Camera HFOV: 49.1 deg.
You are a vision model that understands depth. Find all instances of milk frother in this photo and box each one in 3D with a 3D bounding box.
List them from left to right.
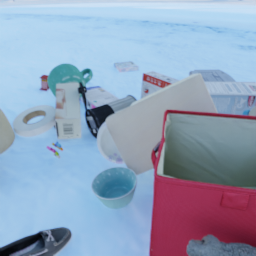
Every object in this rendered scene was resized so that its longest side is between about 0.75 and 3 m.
[{"bbox_3d":[-0.683,-0.781,9.283,1.634,1.737,1.567,-23,29,-28],"label":"milk frother"}]

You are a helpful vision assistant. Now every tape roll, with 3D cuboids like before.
[{"bbox_3d":[-3.168,-0.264,9.584,1.529,0.279,1.529,-7,37,5],"label":"tape roll"}]

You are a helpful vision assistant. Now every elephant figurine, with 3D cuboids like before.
[{"bbox_3d":[2.339,2.508,3.709,2.640,1.868,2.048,-5,15,-22],"label":"elephant figurine"}]

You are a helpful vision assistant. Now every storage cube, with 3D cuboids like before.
[{"bbox_3d":[1.684,1.259,5.172,2.629,2.364,2.248,6,30,9],"label":"storage cube"}]

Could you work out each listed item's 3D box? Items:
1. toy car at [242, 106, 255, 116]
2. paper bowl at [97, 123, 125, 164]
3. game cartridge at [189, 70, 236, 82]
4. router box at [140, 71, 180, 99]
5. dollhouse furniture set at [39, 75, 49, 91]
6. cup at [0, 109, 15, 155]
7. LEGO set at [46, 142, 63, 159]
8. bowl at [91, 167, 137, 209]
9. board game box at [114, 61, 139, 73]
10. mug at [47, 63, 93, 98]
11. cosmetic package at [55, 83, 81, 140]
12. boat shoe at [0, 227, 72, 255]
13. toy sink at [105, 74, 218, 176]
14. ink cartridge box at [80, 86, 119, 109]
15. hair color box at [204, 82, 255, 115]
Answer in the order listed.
[{"bbox_3d":[4.445,-0.105,9.025,1.135,1.004,1.046,19,-14,-21],"label":"toy car"},{"bbox_3d":[-0.231,0.314,7.900,1.289,1.289,0.671,-3,12,-5],"label":"paper bowl"},{"bbox_3d":[3.920,-2.055,12.802,1.768,0.536,2.651,-4,30,1],"label":"game cartridge"},{"bbox_3d":[1.258,-0.683,8.918,0.483,1.775,1.977,-23,38,-39],"label":"router box"},{"bbox_3d":[-3.366,-1.965,12.548,1.136,0.611,0.462,9,30,3],"label":"dollhouse furniture set"},{"bbox_3d":[-4.824,-0.244,8.394,2.421,1.731,2.421,1,30,0],"label":"cup"},{"bbox_3d":[-2.030,0.557,7.729,0.341,0.830,0.317,29,71,8],"label":"LEGO set"},{"bbox_3d":[-0.280,1.464,6.528,1.078,0.564,1.078,-8,30,4],"label":"bowl"},{"bbox_3d":[-0.112,-3.327,15.220,1.081,0.234,1.075,-10,31,-16],"label":"board game box"},{"bbox_3d":[-2.193,-1.730,10.601,1.334,1.623,1.004,29,18,-44],"label":"mug"},{"bbox_3d":[-1.969,-0.582,9.212,0.792,0.938,1.814,-3,43,-9],"label":"cosmetic package"},{"bbox_3d":[-1.811,2.270,5.323,1.576,0.449,0.527,-19,35,-29],"label":"boat shoe"},{"bbox_3d":[0.929,-0.121,7.278,2.528,1.648,1.416,-26,7,8],"label":"toy sink"},{"bbox_3d":[-1.229,-1.180,11.345,1.158,0.407,1.940,-17,37,-31],"label":"ink cartridge box"},{"bbox_3d":[3.605,-1.151,10.806,2.924,0.886,1.447,1,30,3],"label":"hair color box"}]
